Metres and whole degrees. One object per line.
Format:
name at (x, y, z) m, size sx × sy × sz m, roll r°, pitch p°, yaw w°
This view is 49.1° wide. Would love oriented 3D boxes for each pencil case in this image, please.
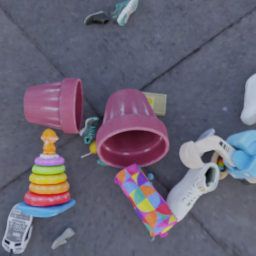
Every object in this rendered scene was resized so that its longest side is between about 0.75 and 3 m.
pencil case at (0.538, 2.334, 8.999) m, size 1.067 × 1.067 × 2.414 m, roll -30°, pitch 66°, yaw -11°

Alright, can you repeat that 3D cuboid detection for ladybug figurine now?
ladybug figurine at (3.210, 1.273, 9.858) m, size 0.748 × 0.397 × 1.103 m, roll 16°, pitch 83°, yaw -12°

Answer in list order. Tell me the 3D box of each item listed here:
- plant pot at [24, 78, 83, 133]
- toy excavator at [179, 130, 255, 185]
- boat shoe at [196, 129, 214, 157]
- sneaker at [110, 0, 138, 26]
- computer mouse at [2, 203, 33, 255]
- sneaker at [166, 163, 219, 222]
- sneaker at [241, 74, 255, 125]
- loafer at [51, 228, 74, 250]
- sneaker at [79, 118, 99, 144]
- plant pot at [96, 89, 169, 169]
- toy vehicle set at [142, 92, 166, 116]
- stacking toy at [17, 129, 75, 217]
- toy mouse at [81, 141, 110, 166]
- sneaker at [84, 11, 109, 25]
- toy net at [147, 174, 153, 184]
plant pot at (-2.549, -0.773, 9.731) m, size 1.736 × 1.940 × 1.940 m, roll 1°, pitch 69°, yaw -2°
toy excavator at (3.464, 0.801, 9.166) m, size 2.922 × 1.460 × 2.841 m, roll 42°, pitch 73°, yaw -2°
boat shoe at (2.753, 0.608, 10.215) m, size 0.434 × 0.488 × 1.327 m, roll 45°, pitch 81°, yaw -12°
sneaker at (-0.174, -5.349, 12.417) m, size 0.779 × 0.663 × 1.709 m, roll 29°, pitch 70°, yaw 14°
computer mouse at (-3.553, 3.575, 9.027) m, size 1.232 × 0.493 × 2.246 m, roll 11°, pitch 75°, yaw 9°
sneaker at (2.071, 2.054, 9.101) m, size 0.844 × 1.325 × 2.292 m, roll 36°, pitch 73°, yaw -2°
sneaker at (4.914, -1.278, 10.708) m, size 1.130 × 1.073 × 2.808 m, roll 33°, pitch 66°, yaw 21°
loafer at (-2.108, 3.632, 9.084) m, size 0.289 × 0.290 × 0.829 m, roll 40°, pitch 73°, yaw 22°
sneaker at (-1.278, 0.110, 9.658) m, size 0.466 × 1.202 × 0.548 m, roll -2°, pitch 56°, yaw -31°
plant pot at (0.060, -0.076, 9.519) m, size 2.337 × 2.337 × 2.092 m, roll -6°, pitch 52°, yaw -2°
toy vehicle set at (0.784, -0.954, 10.897) m, size 1.356 × 0.180 × 0.843 m, roll 7°, pitch 66°, yaw 3°
stacking toy at (-2.533, 1.336, 8.885) m, size 1.507 × 1.425 × 2.597 m, roll 1°, pitch 91°, yaw 15°
toy mouse at (-0.714, 0.850, 10.139) m, size 1.374 × 0.299 × 1.546 m, roll 36°, pitch 75°, yaw 12°
sneaker at (-1.381, -4.700, 12.270) m, size 1.030 × 0.385 × 0.547 m, roll -32°, pitch 70°, yaw -13°
toy net at (0.473, 1.781, 9.888) m, size 0.826 × 0.160 × 0.434 m, roll 7°, pitch 77°, yaw 5°
